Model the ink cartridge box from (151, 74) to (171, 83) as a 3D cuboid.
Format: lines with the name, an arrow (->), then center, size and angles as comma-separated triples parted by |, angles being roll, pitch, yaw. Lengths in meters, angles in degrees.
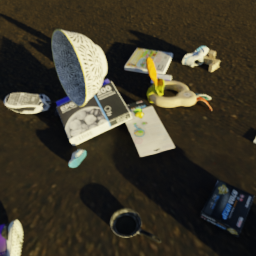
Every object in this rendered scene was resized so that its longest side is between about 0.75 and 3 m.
ink cartridge box -> 1.641, -2.358, 13.975 | 0.970, 0.211, 0.961 | 9, 41, 7

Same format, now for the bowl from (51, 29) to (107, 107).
bowl -> -1.396, -1.961, 8.802 | 1.120, 2.386, 2.386 | -22, 45, -25

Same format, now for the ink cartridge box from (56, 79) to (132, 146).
ink cartridge box -> -1.508, -0.843, 11.208 | 2.521, 0.552, 2.544 | -26, 55, -7

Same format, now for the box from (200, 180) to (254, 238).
box -> 2.952, 2.345, 8.336 | 1.149, 0.333, 1.446 | 24, 46, 25

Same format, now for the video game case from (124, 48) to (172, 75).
video game case -> 1.173, -3.675, 15.503 | 2.146, 0.270, 2.358 | 12, 43, 14

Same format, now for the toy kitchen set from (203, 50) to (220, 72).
toy kitchen set -> 4.343, -3.635, 15.055 | 0.943, 0.770, 0.851 | 30, 49, 31

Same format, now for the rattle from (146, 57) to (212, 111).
rattle -> 2.294, -1.939, 12.171 | 2.916, 2.083, 1.899 | 15, 27, 25

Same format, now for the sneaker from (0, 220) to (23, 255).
sneaker -> -3.316, 3.372, 6.921 | 1.047, 0.732, 2.105 | -11, 38, -1

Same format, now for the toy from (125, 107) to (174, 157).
toy -> 0.708, 0.189, 10.688 | 1.306, 0.535, 2.268 | -15, 51, -10

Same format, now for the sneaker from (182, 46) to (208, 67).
sneaker -> 3.887, -3.824, 15.436 | 1.920, 0.720, 0.832 | -35, 56, -23

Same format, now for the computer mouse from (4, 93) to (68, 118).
computer mouse -> -3.903, -0.999, 12.136 | 2.733, 0.599, 1.498 | 3, 45, -5

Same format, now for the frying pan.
frying pan -> 0.222, 2.755, 7.939 | 1.477, 0.240, 0.893 | 8, 42, 6

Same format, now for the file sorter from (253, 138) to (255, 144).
file sorter -> 5.252, 0.313, 10.617 | 0.553, 0.496, 0.797 | 33, 50, 32

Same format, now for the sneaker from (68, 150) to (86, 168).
sneaker -> -1.850, 1.082, 9.875 | 0.350, 0.331, 0.866 | 12, 34, 24

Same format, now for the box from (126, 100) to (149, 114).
box -> 0.334, -0.674, 11.931 | 1.247, 0.287, 0.991 | -17, 43, -19
